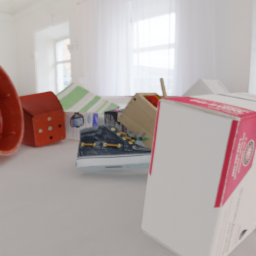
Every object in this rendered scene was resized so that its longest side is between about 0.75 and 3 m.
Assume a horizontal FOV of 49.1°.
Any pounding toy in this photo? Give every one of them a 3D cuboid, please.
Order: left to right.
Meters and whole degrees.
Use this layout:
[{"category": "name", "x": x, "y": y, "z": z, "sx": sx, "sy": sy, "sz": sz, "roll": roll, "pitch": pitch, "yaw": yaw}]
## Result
[{"category": "pounding toy", "x": 1.014, "y": -0.522, "z": 9.344, "sx": 1.990, "sy": 1.537, "sz": 2.161, "roll": 44, "pitch": 24, "yaw": 16}]

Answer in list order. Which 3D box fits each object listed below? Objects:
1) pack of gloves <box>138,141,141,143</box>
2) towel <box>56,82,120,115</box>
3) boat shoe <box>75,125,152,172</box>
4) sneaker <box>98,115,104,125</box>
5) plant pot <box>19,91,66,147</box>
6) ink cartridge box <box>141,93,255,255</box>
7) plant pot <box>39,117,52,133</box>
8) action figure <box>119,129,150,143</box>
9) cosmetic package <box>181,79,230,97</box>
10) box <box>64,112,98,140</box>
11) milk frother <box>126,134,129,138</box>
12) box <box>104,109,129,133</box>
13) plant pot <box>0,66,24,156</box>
[{"category": "pack of gloves", "x": 1.027, "y": 0.330, "z": 10.759, "sx": 1.303, "sy": 0.306, "sz": 1.551, "roll": 5, "pitch": 10, "yaw": 17}, {"category": "towel", "x": -2.181, "y": -1.069, "z": 13.396, "sx": 2.896, "sy": 0.339, "sz": 2.209, "roll": 27, "pitch": 49, "yaw": 16}, {"category": "boat shoe", "x": -0.114, "y": 0.441, "z": 6.729, "sx": 2.319, "sy": 1.052, "sz": 0.820, "roll": -2, "pitch": -19, "yaw": 5}, {"category": "sneaker", "x": -1.610, "y": -0.124, "z": 12.069, "sx": 2.027, "sy": 0.728, "sz": 0.734, "roll": -6, "pitch": -3, "yaw": 24}, {"category": "plant pot", "x": -3.104, "y": -0.223, "z": 10.083, "sx": 1.692, "sy": 1.691, "sz": 1.491, "roll": -18, "pitch": 31, "yaw": -36}, {"category": "ink cartridge box", "x": 1.554, "y": 0.521, "z": 4.256, "sx": 1.119, "sy": 1.921, "sz": 2.654, "roll": 20, "pitch": 20, "yaw": 41}, {"category": "plant pot", "x": -3.413, "y": -0.314, "z": 12.535, "sx": 1.175, "sy": 1.041, "sz": 1.176, "roll": 5, "pitch": 10, "yaw": 29}, {"category": "action figure", "x": -0.090, "y": 0.250, "z": 8.459, "sx": 0.830, "sy": 0.384, "sz": 1.405, "roll": 6, "pitch": -4, "yaw": -40}, {"category": "cosmetic package", "x": 2.938, "y": -0.826, "z": 11.512, "sx": 2.153, "sy": 1.328, "sz": 2.160, "roll": -45, "pitch": -19, "yaw": 32}, {"category": "box", "x": -1.770, "y": -0.065, "z": 10.659, "sx": 1.800, "sy": 1.072, "sz": 0.373, "roll": 5, "pitch": 3, "yaw": 32}, {"category": "milk frother", "x": -0.418, "y": 0.556, "z": 7.521, "sx": 0.867, "sy": 0.922, "sz": 0.832, "roll": -1, "pitch": 15, "yaw": -8}, {"category": "box", "x": -0.238, "y": -0.145, "z": 11.036, "sx": 1.013, "sy": 1.167, "sz": 1.766, "roll": 0, "pitch": 7, "yaw": 14}, {"category": "plant pot", "x": -4.889, "y": -0.328, "z": 7.886, "sx": 2.711, "sy": 2.787, "sz": 2.787, "roll": -12, "pitch": 8, "yaw": 5}]
